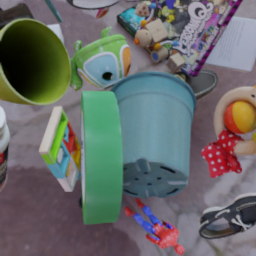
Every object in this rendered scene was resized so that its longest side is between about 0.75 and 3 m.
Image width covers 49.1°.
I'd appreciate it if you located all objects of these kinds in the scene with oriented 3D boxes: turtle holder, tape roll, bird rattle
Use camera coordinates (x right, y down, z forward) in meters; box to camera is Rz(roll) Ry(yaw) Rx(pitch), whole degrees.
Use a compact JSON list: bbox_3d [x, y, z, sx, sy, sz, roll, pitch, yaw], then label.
[{"bbox_3d":[-0.782,-1.659,7.353,1.827,1.388,1.298,-24,96,-10],"label":"turtle holder"},{"bbox_3d":[-0.682,0.619,6.200,0.684,2.847,2.847,-1,66,-11],"label":"tape roll"},{"bbox_3d":[2.454,0.065,5.904,1.240,2.201,1.795,-2,78,-23],"label":"bird rattle"}]

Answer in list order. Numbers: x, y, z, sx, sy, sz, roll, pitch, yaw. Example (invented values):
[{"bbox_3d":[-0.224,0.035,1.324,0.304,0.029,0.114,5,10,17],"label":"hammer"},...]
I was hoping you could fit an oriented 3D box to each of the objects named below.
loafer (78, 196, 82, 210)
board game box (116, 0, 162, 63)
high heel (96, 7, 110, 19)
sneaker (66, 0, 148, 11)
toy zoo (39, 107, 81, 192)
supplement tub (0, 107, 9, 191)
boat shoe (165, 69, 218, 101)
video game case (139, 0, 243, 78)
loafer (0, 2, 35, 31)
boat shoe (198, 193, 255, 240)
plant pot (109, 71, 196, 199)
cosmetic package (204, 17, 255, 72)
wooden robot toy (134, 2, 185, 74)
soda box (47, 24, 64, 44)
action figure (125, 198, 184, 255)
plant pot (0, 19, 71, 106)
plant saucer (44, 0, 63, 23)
[{"bbox_3d":[-0.693,1.890,8.504,1.814,0.637,0.616,-27,69,-11],"label":"loafer"},{"bbox_3d":[1.042,-4.022,11.258,1.807,0.376,2.672,-36,71,-14],"label":"board game box"},{"bbox_3d":[-0.796,-4.048,9.053,0.499,0.350,1.039,48,115,8],"label":"high heel"},{"bbox_3d":[-0.445,-4.164,7.454,2.655,1.528,1.002,-15,52,-11],"label":"sneaker"},{"bbox_3d":[-1.522,0.642,6.830,0.205,2.004,1.315,-2,50,10],"label":"toy zoo"},{"bbox_3d":[-3.151,0.489,5.617,1.390,1.981,1.390,13,40,-11],"label":"supplement tub"},{"bbox_3d":[1.264,-1.123,8.232,2.956,0.883,1.056,-12,91,3],"label":"boat shoe"},{"bbox_3d":[1.564,-3.014,7.596,2.246,2.478,0.444,43,35,24],"label":"video game case"},{"bbox_3d":[-3.205,-2.690,7.121,1.787,0.652,0.637,-10,82,8],"label":"loafer"},{"bbox_3d":[2.113,1.810,5.498,0.684,1.810,0.546,40,48,-1],"label":"boat shoe"},{"bbox_3d":[0.503,0.290,6.733,2.350,2.350,2.302,5,52,2],"label":"plant pot"},{"bbox_3d":[2.951,-2.511,8.439,1.689,1.414,1.405,14,104,14],"label":"cosmetic package"},{"bbox_3d":[0.548,-2.299,7.481,0.967,0.939,2.131,-33,94,-28],"label":"wooden robot toy"},{"bbox_3d":[-3.707,-3.244,10.672,2.393,0.815,0.762,-10,67,-4],"label":"soda box"},{"bbox_3d":[0.594,2.165,6.089,0.577,0.456,1.764,-30,27,-21],"label":"action figure"},{"bbox_3d":[-2.959,-1.454,7.193,2.164,2.025,2.025,-5,61,36],"label":"plant pot"},{"bbox_3d":[-2.352,-3.703,8.129,0.142,1.493,0.522,-28,66,1],"label":"plant saucer"}]
